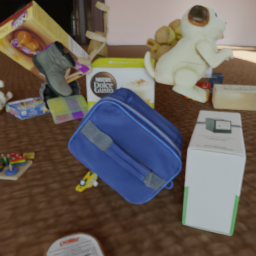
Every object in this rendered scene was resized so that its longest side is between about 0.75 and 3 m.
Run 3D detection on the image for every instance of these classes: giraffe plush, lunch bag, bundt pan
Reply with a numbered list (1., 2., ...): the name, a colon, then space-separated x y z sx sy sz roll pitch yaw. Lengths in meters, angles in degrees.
1. giraffe plush: 1.762 -3.366 12.550 2.799 2.415 2.270 -18 11 -38
2. lunch bag: 0.063 0.485 6.527 2.597 1.764 1.718 39 24 -2
3. bundt pan: -3.030 -1.520 12.176 1.845 1.845 0.692 -17 28 -36

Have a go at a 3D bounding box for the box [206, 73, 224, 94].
1. box: 4.787 -2.497 15.648 0.788 1.062 0.569 -1 29 -5

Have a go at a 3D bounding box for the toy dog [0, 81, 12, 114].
1. toy dog: -6.223 -1.338 12.375 2.022 1.455 2.085 -33 37 -33

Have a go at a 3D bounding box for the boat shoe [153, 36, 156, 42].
1. boat shoe: 1.302 -4.089 13.518 0.257 0.322 0.852 9 -15 2

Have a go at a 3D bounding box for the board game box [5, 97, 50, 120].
1. board game box: -4.178 -1.019 12.866 2.316 0.399 1.568 -19 29 -40

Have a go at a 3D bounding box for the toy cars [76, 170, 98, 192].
1. toy cars: -0.771 1.134 7.246 0.367 0.743 1.657 38 29 3

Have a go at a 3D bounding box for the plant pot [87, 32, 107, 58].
1. plant pot: -1.232 -3.454 11.602 0.869 0.932 0.869 7 6 -1

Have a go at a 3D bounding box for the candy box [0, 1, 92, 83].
1. candy box: -2.567 -2.404 8.768 1.581 2.711 0.765 -23 58 19

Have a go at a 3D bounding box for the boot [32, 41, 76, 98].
1. boot: -1.964 -1.669 8.276 1.076 1.647 0.558 -16 37 28

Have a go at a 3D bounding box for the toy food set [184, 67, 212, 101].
1. toy food set: 3.762 -2.550 14.857 1.184 2.631 1.256 6 -14 18

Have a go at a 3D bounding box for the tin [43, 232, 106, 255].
1. tin: -0.751 2.375 4.413 1.048 0.392 1.871 -5 22 -23

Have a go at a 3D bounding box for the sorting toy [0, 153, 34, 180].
1. sorting toy: -3.321 1.013 7.856 0.940 0.330 1.950 3 22 8

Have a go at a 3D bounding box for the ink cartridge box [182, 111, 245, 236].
1. ink cartridge box: 1.950 0.820 6.353 1.041 1.807 2.476 6 21 18

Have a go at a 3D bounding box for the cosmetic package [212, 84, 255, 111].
1. cosmetic package: 5.350 -1.434 13.214 2.562 0.911 1.348 5 22 12

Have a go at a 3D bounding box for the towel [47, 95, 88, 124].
1. towel: -2.492 -0.824 11.827 1.671 0.190 1.200 -16 67 -32

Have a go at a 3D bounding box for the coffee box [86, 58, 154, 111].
1. coffee box: -0.193 -1.406 11.092 2.438 2.414 2.442 2 22 5

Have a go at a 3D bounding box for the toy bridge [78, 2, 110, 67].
1. toy bridge: -0.747 -2.151 6.647 0.502 1.492 0.203 1 33 -42

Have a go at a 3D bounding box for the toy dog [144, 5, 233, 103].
1. toy dog: 1.999 -2.431 8.711 2.505 2.583 1.803 27 19 17
